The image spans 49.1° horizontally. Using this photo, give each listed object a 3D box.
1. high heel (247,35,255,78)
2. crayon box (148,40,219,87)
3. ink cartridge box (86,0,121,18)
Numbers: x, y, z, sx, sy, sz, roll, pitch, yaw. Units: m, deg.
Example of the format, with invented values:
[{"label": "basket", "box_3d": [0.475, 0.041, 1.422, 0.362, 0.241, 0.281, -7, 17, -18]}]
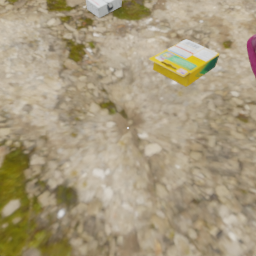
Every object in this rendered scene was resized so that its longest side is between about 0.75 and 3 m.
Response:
[{"label": "high heel", "box_3d": [3.438, -1.404, 7.082, 0.656, 0.936, 1.947, -6, 93, 3]}, {"label": "crayon box", "box_3d": [1.457, -1.710, 7.405, 1.102, 0.452, 1.752, 34, 49, 27]}, {"label": "ink cartridge box", "box_3d": [-1.033, -5.263, 11.783, 1.205, 0.505, 0.874, -37, 64, -22]}]
